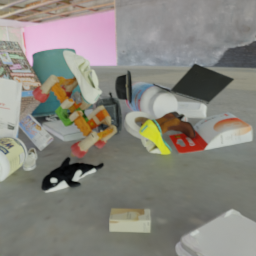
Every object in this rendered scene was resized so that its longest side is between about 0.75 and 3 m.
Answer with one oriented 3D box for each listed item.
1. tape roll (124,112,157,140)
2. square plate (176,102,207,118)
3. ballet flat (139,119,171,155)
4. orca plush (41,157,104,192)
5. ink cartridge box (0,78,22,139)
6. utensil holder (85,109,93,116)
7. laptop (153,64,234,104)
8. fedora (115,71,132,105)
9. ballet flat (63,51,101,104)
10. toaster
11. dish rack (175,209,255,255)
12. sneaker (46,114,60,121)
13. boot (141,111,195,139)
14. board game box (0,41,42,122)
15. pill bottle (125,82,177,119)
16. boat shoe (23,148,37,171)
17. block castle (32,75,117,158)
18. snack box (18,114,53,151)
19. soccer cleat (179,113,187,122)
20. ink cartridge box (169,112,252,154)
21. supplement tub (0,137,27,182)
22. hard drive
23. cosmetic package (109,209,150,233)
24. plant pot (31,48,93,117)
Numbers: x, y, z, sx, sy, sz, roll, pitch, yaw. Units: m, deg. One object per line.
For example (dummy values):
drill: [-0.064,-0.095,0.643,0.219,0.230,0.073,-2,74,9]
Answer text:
tape roll: [0.566,-0.100,10.566,1.480,0.270,1.480,12,36,-9]
square plate: [2.777,-1.004,14.488,2.479,0.356,2.503,5,17,15]
ballet flat: [0.761,0.397,8.281,0.639,1.908,0.637,-39,56,-3]
orca plush: [-1.394,1.045,7.084,1.708,0.607,0.898,-10,19,-30]
ink cartridge box: [-3.954,-0.546,7.953,1.603,2.763,0.937,11,38,-16]
utensil holder: [-1.543,-0.453,11.989,0.860,0.731,0.731,-6,17,-11]
laptop: [2.570,-1.859,11.399,2.100,1.300,2.243,12,14,-29]
fedora: [-0.202,-1.795,12.527,0.689,1.508,1.508,-1,16,6]
ballet flat: [-1.405,-1.776,9.004,0.735,2.118,0.735,-24,-17,-8]
toaster: [-0.824,-0.558,10.501,0.976,1.718,1.110,-10,17,-16]
dish rack: [1.779,1.915,4.628,1.667,0.363,1.430,-13,21,-34]
sneaker: [-3.201,-0.574,12.513,1.402,0.634,0.466,12,21,35]
boot: [1.428,0.071,9.887,1.523,0.522,1.434,-21,58,-25]
board game box: [-5.016,-1.844,11.666,2.189,2.746,1.330,-36,-10,34]
pill bottle: [1.044,-1.239,13.078,1.566,1.566,2.879,-7,17,-21]
boat shoe: [-2.819,0.877,8.075,0.347,0.341,0.978,-2,22,-6]
block castle: [-1.697,-0.389,8.897,1.192,2.541,1.698,-39,-7,26]
snack box: [-3.179,0.114,9.525,0.566,0.192,1.575,-44,56,-12]
soccer cleat: [2.175,-0.367,11.849,0.481,0.597,1.402,1,17,-11]
ink cartridge box: [2.705,0.116,9.695,2.388,0.599,1.937,-9,17,0]
supplement tub: [-3.318,0.833,7.204,0.943,0.943,1.300,3,17,8]
hard drive: [-2.369,0.030,11.112,1.363,0.276,2.066,-12,20,-35]
cosmetic package: [0.036,1.748,5.309,0.763,0.271,0.401,0,16,1]
plant pot: [-3.213,-2.147,13.064,2.993,2.812,2.993,-8,9,1]
